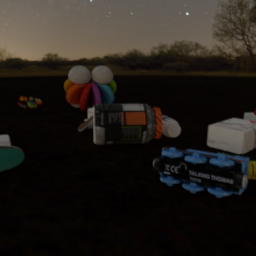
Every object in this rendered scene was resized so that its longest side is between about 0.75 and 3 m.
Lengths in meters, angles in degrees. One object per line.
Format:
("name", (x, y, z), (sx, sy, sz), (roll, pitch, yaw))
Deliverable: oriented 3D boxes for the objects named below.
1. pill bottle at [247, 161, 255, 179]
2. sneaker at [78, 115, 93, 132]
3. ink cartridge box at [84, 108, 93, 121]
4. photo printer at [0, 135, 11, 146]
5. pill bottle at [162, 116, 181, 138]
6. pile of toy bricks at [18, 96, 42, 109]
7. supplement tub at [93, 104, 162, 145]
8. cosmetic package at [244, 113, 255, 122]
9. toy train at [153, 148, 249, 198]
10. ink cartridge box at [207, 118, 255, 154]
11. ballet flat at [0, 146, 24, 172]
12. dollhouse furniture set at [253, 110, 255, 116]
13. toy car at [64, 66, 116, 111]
("pill bottle", (2.850, 1.015, 6.740), (0.777, 0.433, 0.433), (0, 14, 4))
("sneaker", (-1.565, -0.042, 11.355), (0.337, 0.521, 0.960), (17, 52, 46))
("ink cartridge box", (-1.296, -0.678, 13.372), (0.902, 0.532, 1.567), (9, 17, 33))
("photo printer", (-4.300, 0.536, 8.702), (1.175, 0.408, 0.977), (-6, 15, -24))
("pill bottle", (1.500, -0.031, 10.453), (0.667, 0.667, 1.202), (-3, 14, -12))
("pile of toy bricks", (-5.676, -1.360, 16.258), (1.296, 0.719, 0.640), (8, 32, -47))
("supplement tub", (-0.053, -0.128, 9.420), (2.225, 1.363, 1.363), (-1, 14, -7))
("cosmetic package", (5.202, -0.243, 11.372), (0.643, 0.642, 0.779), (-3, 15, -16))
("toy train", (1.627, 0.933, 6.282), (2.078, 0.901, 1.187), (7, 6, 34))
("ink cartridge box", (3.641, 0.223, 9.307), (1.746, 0.723, 1.279), (-13, 19, -42))
("ballet flat", (-3.628, 0.868, 6.953), (0.705, 0.685, 1.981), (8, 20, 39))
("dollhouse furniture set", (4.800, -0.203, 8.570), (0.850, 1.124, 2.089), (-6, 44, -29))
("toy car", (-2.046, -1.932, 15.593), (2.932, 2.566, 2.199), (-3, 49, -13))
